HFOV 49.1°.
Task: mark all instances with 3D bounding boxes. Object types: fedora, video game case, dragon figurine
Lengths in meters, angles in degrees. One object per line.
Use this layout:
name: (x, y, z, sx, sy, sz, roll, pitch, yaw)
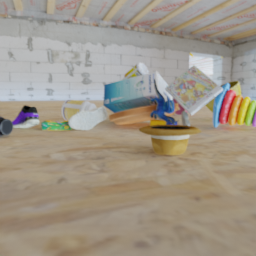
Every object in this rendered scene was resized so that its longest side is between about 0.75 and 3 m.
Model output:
fedora: (1.015, 0.290, 6.847, 1.613, 0.658, 1.613, 0, 6, 0)
video game case: (2.553, -1.523, 11.064, 1.703, 1.550, 0.195, 52, 1, 35)
dragon figurine: (1.349, -0.820, 10.293, 0.997, 2.004, 0.590, -4, -12, 32)

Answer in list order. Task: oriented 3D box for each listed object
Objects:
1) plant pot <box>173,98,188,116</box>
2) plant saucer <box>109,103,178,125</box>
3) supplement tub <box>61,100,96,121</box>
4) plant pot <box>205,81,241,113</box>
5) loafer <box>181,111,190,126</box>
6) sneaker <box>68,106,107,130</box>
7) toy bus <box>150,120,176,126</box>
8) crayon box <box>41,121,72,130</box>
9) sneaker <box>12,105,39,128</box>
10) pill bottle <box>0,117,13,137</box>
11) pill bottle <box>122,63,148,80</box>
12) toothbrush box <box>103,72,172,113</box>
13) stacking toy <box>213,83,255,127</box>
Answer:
plant pot: (3.258, -1.330, 17.494, 1.283, 1.283, 1.149, 3, 24, 20)
plant saucer: (0.678, -0.547, 11.985, 2.990, 0.483, 2.990, -10, -2, 0)
supplement tub: (-2.293, -0.771, 13.165, 1.412, 1.026, 1.026, 8, 10, 21)
plant pot: (4.801, -1.293, 14.007, 1.954, 1.387, 1.954, -26, 11, 5)
loafer: (2.258, -0.321, 11.201, 0.305, 0.304, 0.872, 16, 43, -14)
sneaker: (-1.701, -0.348, 11.258, 0.788, 0.748, 1.957, -3, 12, 39)
toy bus: (1.441, -0.167, 11.464, 1.024, 0.333, 0.401, 2, 6, 25)
crayon box: (-2.795, -0.104, 11.083, 1.113, 0.324, 0.661, -1, 7, -4)
sneaker: (-4.034, -0.453, 10.998, 1.657, 0.824, 0.576, -11, -9, 39)
pill bottle: (-4.492, -0.056, 9.292, 1.256, 0.703, 0.703, 3, 8, 23)
pill bottle: (0.295, -2.504, 13.527, 1.319, 0.720, 0.720, -33, -16, 38)
toothbrush box: (0.498, -1.451, 13.384, 2.764, 1.179, 2.023, -9, -22, 28)
stacking toy: (4.704, -0.592, 10.816, 2.632, 1.445, 1.528, 17, 56, 26)
